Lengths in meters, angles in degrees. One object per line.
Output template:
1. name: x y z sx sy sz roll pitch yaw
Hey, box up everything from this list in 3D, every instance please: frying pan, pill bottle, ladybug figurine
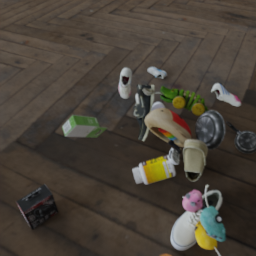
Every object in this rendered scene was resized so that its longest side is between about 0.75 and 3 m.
1. frying pan: 4.769 0.277 11.477 0.973 0.262 1.608 -17 67 9
2. pill bottle: 0.914 1.552 10.103 1.441 0.787 0.787 -17 46 1
3. ladybug figurine: 1.601 -0.023 10.586 1.545 2.276 0.819 7 65 48
4. frying pan: 2.762 0.439 10.409 0.385 2.368 1.433 4 36 -27

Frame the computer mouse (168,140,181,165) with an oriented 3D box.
1. computer mouse: 1.598 0.927 9.860 0.613 0.245 1.118 43 32 -12

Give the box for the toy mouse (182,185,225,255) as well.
1. toy mouse: 2.033 2.442 7.842 0.460 2.111 2.375 -16 35 -12

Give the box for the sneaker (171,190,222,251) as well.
1. sneaker: 2.190 2.830 8.986 0.870 0.843 2.381 31 53 27

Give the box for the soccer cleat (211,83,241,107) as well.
1. soccer cleat: 3.393 -1.061 9.790 1.142 0.399 0.493 42 68 3

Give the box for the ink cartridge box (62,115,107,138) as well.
1. ink cartridge box: -1.538 -0.023 10.024 1.437 0.746 0.426 5 54 -47

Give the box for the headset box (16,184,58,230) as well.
1. headset box: -2.886 2.504 8.957 1.003 1.348 0.521 -32 54 -27

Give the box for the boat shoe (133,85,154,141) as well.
1. boat shoe: 0.587 -0.652 11.773 0.828 0.880 2.449 7 78 -4

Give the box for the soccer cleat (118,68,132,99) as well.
1. soccer cleat: -0.150 -1.611 10.784 0.506 1.447 0.625 9 45 5

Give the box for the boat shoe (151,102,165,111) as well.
1. boat shoe: 1.329 -0.471 11.586 0.655 1.779 0.581 5 49 15

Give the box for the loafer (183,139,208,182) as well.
1. loafer: 2.288 1.160 9.549 0.787 2.080 0.710 4 52 21

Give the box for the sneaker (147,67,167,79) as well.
1. sneaker: 1.503 -2.934 15.113 1.086 0.407 0.470 21 54 20

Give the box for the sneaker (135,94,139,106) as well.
1. sneaker: 0.506 -1.156 12.764 0.364 0.570 0.987 -23 75 21

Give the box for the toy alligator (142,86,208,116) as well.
1. toy alligator: 2.012 -1.223 11.059 2.938 0.706 0.974 20 26 5

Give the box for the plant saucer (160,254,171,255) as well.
1. plant saucer: 0.846 3.848 7.935 0.921 0.921 0.172 -24 79 -22
